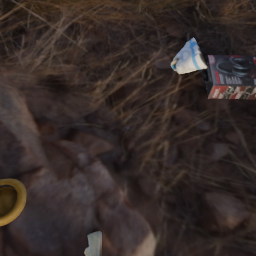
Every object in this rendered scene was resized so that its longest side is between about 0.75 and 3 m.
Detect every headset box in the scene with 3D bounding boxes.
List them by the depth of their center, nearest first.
[{"bbox_3d":[3.446,-1.726,9.507,1.880,0.726,1.399,2,59,-1],"label":"headset box"}]

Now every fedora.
[{"bbox_3d":[-3.228,1.986,7.352,1.294,0.528,1.294,0,52,0],"label":"fedora"}]

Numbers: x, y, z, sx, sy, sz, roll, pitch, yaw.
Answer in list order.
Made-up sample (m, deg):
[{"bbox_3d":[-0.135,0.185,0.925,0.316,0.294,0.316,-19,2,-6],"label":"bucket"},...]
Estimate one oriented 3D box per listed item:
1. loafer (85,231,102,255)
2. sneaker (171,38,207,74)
[{"bbox_3d":[-0.855,3.093,6.758,0.393,0.436,1.151,1,49,2],"label":"loafer"},{"bbox_3d":[1.886,-2.296,9.151,1.012,0.875,2.334,-22,15,19],"label":"sneaker"}]
